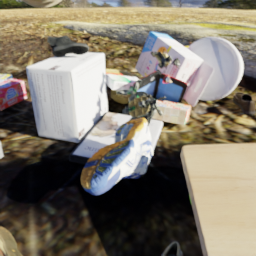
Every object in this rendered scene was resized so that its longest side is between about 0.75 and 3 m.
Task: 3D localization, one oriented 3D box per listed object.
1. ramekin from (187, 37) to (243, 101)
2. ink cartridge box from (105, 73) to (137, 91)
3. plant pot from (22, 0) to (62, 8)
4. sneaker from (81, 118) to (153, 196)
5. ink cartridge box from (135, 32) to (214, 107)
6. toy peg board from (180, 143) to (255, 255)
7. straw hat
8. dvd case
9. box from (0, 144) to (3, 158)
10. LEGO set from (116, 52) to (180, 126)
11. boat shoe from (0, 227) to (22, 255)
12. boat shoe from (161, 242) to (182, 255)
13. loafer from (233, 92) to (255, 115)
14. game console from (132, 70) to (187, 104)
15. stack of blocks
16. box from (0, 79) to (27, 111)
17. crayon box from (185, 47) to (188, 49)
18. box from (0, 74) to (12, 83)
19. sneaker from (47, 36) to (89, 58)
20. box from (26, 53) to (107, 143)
[{"bbox_3d":[3.175,-2.182,10.475,2.314,2.314,1.078,21,23,34],"label":"ramekin"},{"bbox_3d":[-0.322,-1.694,9.446,1.164,0.362,1.446,-1,36,-34],"label":"ink cartridge box"},{"bbox_3d":[-3.755,-5.990,10.441,2.789,2.789,2.553,2,23,3],"label":"plant pot"},{"bbox_3d":[-0.013,0.719,5.741,0.908,1.063,2.411,-9,22,33],"label":"sneaker"},{"bbox_3d":[1.575,-2.158,10.243,0.954,1.619,2.812,-2,39,-37],"label":"ink cartridge box"},{"bbox_3d":[2.312,1.595,4.799,2.538,1.241,2.527,-2,44,-1],"label":"toy peg board"},{"bbox_3d":[-0.175,-1.364,10.237,2.026,0.857,2.026,16,28,-9],"label":"straw hat"},{"bbox_3d":[-0.195,0.309,7.764,1.900,0.234,2.664,10,30,12],"label":"dvd case"},{"bbox_3d":[-4.363,-0.128,7.006,2.282,1.807,0.552,11,29,19],"label":"box"},{"bbox_3d":[0.567,-0.807,7.666,0.718,2.535,1.646,27,22,-53],"label":"LEGO set"},{"bbox_3d":[-1.906,2.126,4.355,0.433,0.461,1.281,-45,51,-9],"label":"boat shoe"},{"bbox_3d":[0.467,2.212,4.020,0.483,0.513,1.348,10,30,18],"label":"boat shoe"},{"bbox_3d":[4.178,-0.988,9.933,0.546,0.534,1.497,0,28,-1],"label":"loafer"},{"bbox_3d":[0.942,-0.993,9.119,1.432,1.661,0.986,-31,69,-14],"label":"game console"},{"bbox_3d":[1.134,-0.559,8.943,1.569,0.460,0.903,13,18,17],"label":"stack of blocks"},{"bbox_3d":[-4.475,-1.208,10.143,0.691,0.722,1.448,13,30,23],"label":"box"},{"bbox_3d":[3.463,-3.523,14.379,2.302,0.778,2.669,-12,30,-23],"label":"crayon box"},{"bbox_3d":[-5.914,-1.675,11.327,1.502,0.414,2.199,4,29,8],"label":"box"},{"bbox_3d":[-1.701,-2.367,7.921,1.277,0.383,0.666,-5,58,12],"label":"sneaker"},{"bbox_3d":[-1.652,-0.994,8.266,1.375,2.104,2.093,8,28,17],"label":"box"}]
